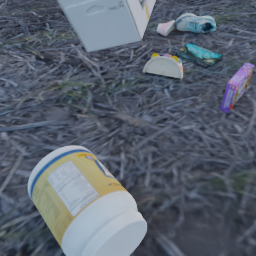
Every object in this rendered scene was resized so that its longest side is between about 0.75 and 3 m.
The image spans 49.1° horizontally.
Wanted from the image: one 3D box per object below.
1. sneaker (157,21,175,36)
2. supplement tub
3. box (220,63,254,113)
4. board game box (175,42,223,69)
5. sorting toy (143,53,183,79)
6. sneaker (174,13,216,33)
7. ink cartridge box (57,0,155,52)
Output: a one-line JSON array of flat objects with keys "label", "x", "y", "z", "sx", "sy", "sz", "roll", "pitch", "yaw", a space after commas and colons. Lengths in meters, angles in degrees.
[{"label": "sneaker", "x": 1.881, "y": -5.095, "z": 14.055, "sx": 0.670, "sy": 0.483, "sz": 1.282, "roll": 26, "pitch": 53, "yaw": 19}, {"label": "supplement tub", "x": -0.888, "y": 1.651, "z": 5.924, "sx": 1.686, "sy": 1.686, "sz": 2.330, "roll": -28, "pitch": 50, "yaw": -27}, {"label": "box", "x": 3.750, "y": -1.395, "z": 9.628, "sx": 0.317, "sy": 1.110, "sz": 1.622, "roll": 28, "pitch": 50, "yaw": 27}, {"label": "board game box", "x": 3.090, "y": -3.183, "z": 12.187, "sx": 1.704, "sy": 0.240, "sz": 1.152, "roll": 33, "pitch": 52, "yaw": 30}, {"label": "sorting toy", "x": 1.572, "y": -2.644, "z": 11.387, "sx": 1.564, "sy": 0.836, "sz": 1.408, "roll": 13, "pitch": 25, "yaw": 14}, {"label": "sneaker", "x": 3.375, "y": -5.115, "z": 13.865, "sx": 2.110, "sy": 0.819, "sz": 0.911, "roll": -6, "pitch": 46, "yaw": -6}, {"label": "ink cartridge box", "x": -0.396, "y": -3.169, "z": 6.736, "sx": 1.531, "sy": 1.524, "sz": 2.087, "roll": -4, "pitch": 49, "yaw": 26}]
